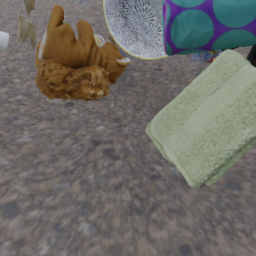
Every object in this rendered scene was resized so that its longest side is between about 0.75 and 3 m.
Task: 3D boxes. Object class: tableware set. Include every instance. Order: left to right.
[{"bbox_3d":[-2.902,-3.279,8.049,0.249,1.795,2.149,-1,7,-11],"label":"tableware set"}]

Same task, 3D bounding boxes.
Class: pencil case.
[{"bbox_3d":[2.018,-1.992,4.956,2.840,1.208,1.312,-3,13,12],"label":"pencil case"}]

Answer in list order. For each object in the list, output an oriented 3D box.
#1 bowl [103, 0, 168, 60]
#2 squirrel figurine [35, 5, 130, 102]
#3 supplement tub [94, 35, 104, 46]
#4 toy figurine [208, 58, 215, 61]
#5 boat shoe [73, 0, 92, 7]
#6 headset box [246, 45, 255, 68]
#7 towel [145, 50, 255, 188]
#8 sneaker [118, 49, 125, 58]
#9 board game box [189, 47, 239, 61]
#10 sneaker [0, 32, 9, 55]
[{"bbox_3d":[0.903,-3.453,7.658,2.973,2.973,1.395,22,29,26],"label":"bowl"},{"bbox_3d":[-0.708,-0.989,4.605,1.432,1.086,1.534,13,56,-28],"label":"squirrel figurine"},{"bbox_3d":[-1.638,-3.267,11.654,0.935,0.935,1.286,25,44,28],"label":"supplement tub"},{"bbox_3d":[3.738,-2.961,11.628,0.965,0.724,0.888,-38,58,-10],"label":"toy figurine"},{"bbox_3d":[-1.387,-4.682,8.848,0.954,1.074,2.919,17,-9,-24],"label":"boat shoe"},{"bbox_3d":[2.638,-1.276,5.506,0.504,0.972,1.306,18,49,8],"label":"headset box"},{"bbox_3d":[1.282,-0.193,4.143,1.952,0.356,1.448,-43,53,3],"label":"towel"},{"bbox_3d":[-1.446,-2.298,10.455,2.737,1.012,1.126,-9,43,-2],"label":"sneaker"},{"bbox_3d":[2.098,-1.946,6.543,1.451,0.448,1.450,-15,16,18],"label":"board game box"},{"bbox_3d":[-3.557,-2.195,6.885,0.961,0.613,1.663,8,3,-31],"label":"sneaker"}]
